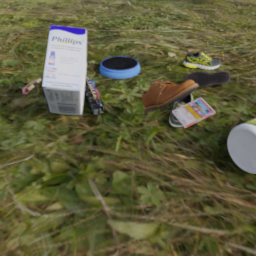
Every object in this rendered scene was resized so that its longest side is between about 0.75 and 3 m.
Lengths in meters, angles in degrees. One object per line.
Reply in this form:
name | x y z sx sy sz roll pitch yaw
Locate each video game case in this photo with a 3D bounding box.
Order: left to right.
video game case | 2.470 -0.586 10.655 1.320 0.115 0.944 -25 48 -7

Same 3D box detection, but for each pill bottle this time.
pill bottle | 4.770 0.279 9.068 2.825 1.593 1.593 -18 39 -25

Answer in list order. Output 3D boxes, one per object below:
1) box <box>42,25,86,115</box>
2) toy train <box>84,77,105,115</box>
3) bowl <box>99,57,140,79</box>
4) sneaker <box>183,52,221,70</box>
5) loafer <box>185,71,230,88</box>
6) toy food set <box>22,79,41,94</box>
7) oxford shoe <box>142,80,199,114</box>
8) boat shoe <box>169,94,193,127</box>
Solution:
box | -2.350 -2.117 10.777 1.345 2.358 2.564 5 70 -7
toy train | -1.612 -1.498 12.518 0.685 0.510 2.992 -6 38 -19
bowl | -0.463 -3.358 15.346 2.233 0.438 2.233 0 34 0
sneaker | 4.144 -3.772 15.559 2.059 0.871 0.767 2 35 2
loafer | 3.845 -2.312 13.749 2.129 0.777 0.756 0 -2 2
toy food set | -3.332 -1.403 9.634 0.718 0.178 1.129 -44 24 -14
oxford shoe | 1.257 -1.235 9.676 0.988 0.987 2.769 -22 3 -32
boat shoe | 2.179 -0.787 11.441 0.764 0.639 2.137 12 37 17
